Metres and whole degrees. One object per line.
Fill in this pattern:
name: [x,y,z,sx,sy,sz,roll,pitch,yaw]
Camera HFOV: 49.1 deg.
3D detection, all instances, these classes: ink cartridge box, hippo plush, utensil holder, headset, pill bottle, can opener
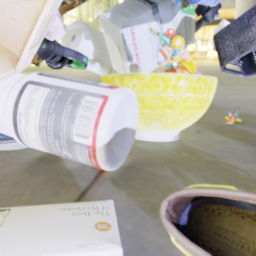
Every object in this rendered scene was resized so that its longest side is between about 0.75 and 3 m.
ink cartridge box: [3.528,-2.769,9.267,1.429,0.614,1.046,24,54,-12]
hippo plush: [-1.664,-2.629,5.965,1.112,1.101,1.382,-54,31,-14]
utensil holder: [-1.364,-3.005,10.696,1.905,1.619,1.619,17,0,-43]
ink cartridge box: [0.708,-3.117,8.893,2.878,2.110,1.195,-36,51,-18]
headset: [-1.980,-1.776,7.213,1.881,0.884,1.162,15,-3,2]
pill bottle: [-1.388,-0.249,5.844,2.889,1.645,1.645,13,19,20]
can opener: [2.755,-3.996,10.319,0.684,0.848,2.158,-38,-1,-7]

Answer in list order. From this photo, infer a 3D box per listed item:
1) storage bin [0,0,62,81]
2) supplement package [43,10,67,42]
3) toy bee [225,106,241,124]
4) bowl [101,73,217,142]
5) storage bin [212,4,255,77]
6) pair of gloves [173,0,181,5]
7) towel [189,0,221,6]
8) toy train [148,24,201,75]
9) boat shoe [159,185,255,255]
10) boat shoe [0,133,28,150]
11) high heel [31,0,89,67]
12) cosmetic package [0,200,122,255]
storage bin: [-2.240,-2.059,4.328,1.970,1.985,0.930,37,36,-10]
supplement package: [-2.540,-3.097,7.491,0.991,1.695,0.994,-15,35,16]
toy bee: [3.489,-0.318,9.149,0.750,0.408,0.491,-31,34,-15]
bowl: [0.724,-0.488,7.094,2.870,1.544,2.870,1,5,0]
storage bin: [3.271,-2.159,6.671,1.416,0.982,2.094,3,-20,-34]
pair of gloves: [-0.026,-2.578,4.405,2.225,0.253,1.789,39,23,6]
towel: [2.145,-3.017,5.048,2.056,0.339,2.839,-43,-1,32]
toy train: [0.945,-1.493,6.392,0.475,1.708,1.283,-45,39,-10]
boat shoe: [1.534,1.114,2.169,2.859,1.027,0.851,10,-20,43]
boat shoe: [-3.207,-0.071,6.765,2.387,1.083,0.844,-4,16,-13]
high heel: [-2.261,-3.354,9.340,2.956,2.107,1.055,-17,2,1]
cosmetic package: [-1.246,1.272,2.887,2.303,0.583,0.950,-2,17,-9]
